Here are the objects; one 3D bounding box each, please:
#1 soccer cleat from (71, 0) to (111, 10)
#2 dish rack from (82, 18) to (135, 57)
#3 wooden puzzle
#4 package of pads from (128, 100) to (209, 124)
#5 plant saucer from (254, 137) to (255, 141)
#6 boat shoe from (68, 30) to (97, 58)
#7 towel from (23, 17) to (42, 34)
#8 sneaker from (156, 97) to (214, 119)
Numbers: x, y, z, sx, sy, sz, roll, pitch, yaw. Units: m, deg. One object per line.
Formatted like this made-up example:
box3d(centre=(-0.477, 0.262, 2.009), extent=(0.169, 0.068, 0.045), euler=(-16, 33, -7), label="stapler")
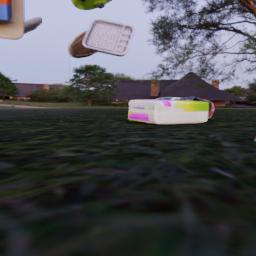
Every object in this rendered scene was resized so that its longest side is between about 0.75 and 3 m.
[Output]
box3d(centre=(-0.151, -3.369, 5.020), extent=(0.964, 1.157, 2.855), euler=(2, -30, -46), label="soccer cleat")
box3d(centre=(-0.570, -2.707, 8.506), extent=(1.407, 1.208, 0.306), euler=(15, -23, 7), label="dish rack")
box3d(centre=(-3.071, -2.904, 5.285), extent=(2.038, 2.201, 0.509), euler=(4, 19, -11), label="wooden puzzle")
box3d(centre=(1.292, -0.541, 9.372), extent=(2.225, 0.759, 1.719), euler=(-2, 6, -31), label="package of pads")
box3d(centre=(2.970, 0.116, 4.540), extent=(1.682, 0.290, 1.682), euler=(1, 6, 0), label="plant saucer")
box3d(centre=(-1.065, -3.360, 10.613), extent=(2.493, 0.921, 0.922), euler=(-33, 31, -19), label="boat shoe")
box3d(centre=(-2.991, -2.855, 8.026), extent=(0.813, 0.211, 1.226), euler=(-33, 20, -27), label="towel")
box3d(centre=(2.042, -0.831, 10.756), extent=(2.542, 0.953, 1.074), euler=(0, -10, 3), label="sneaker")
